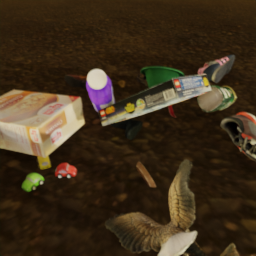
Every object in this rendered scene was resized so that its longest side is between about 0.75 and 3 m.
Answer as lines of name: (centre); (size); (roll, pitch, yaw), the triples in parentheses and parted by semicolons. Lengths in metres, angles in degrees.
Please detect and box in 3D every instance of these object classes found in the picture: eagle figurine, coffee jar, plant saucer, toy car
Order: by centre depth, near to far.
eagle figurine: (0.742, 1.784, 5.035); (1.875, 1.865, 2.471); (-2, 34, -27)
plant saucer: (0.416, 1.178, 6.932); (0.130, 0.752, 0.752); (-33, 41, -7)
toy car: (-2.205, 1.162, 7.279); (1.356, 0.303, 1.276); (19, 38, 27)
coffee jar: (3.015, -0.987, 9.378); (1.656, 0.864, 0.707); (-10, 64, -54)

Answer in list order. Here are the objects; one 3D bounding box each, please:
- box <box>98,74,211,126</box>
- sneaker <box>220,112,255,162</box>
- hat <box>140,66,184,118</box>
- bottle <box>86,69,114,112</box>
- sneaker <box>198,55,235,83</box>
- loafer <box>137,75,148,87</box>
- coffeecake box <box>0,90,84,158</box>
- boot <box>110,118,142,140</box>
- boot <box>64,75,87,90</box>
box: (0.716, -0.784, 8.030); (2.744, 0.547, 1.879); (-18, -1, 41)
sneaker: (3.356, 0.563, 7.349); (1.052, 0.990, 2.568); (-4, 37, -27)
hat: (1.243, -1.310, 11.167); (1.779, 1.891, 2.148); (7, -3, 16)
bottle: (-0.819, -1.089, 8.371); (0.716, 2.193, 0.916); (-11, 78, -2)
sneaker: (4.119, -2.887, 12.938); (1.008, 0.862, 2.457); (25, 40, 28)
loafer: (0.744, -2.141, 12.251); (0.376, 0.368, 1.030); (-20, 38, -28)
coffeecake box: (-3.052, -0.250, 8.534); (2.697, 0.985, 2.070); (8, 31, 22)
boot: (-0.128, -0.049, 9.030); (0.917, 0.414, 1.119); (16, 29, 19)
boot: (-1.905, -2.242, 12.318); (1.321, 0.481, 1.404); (13, 35, 20)
